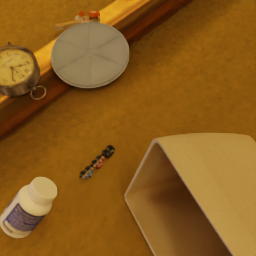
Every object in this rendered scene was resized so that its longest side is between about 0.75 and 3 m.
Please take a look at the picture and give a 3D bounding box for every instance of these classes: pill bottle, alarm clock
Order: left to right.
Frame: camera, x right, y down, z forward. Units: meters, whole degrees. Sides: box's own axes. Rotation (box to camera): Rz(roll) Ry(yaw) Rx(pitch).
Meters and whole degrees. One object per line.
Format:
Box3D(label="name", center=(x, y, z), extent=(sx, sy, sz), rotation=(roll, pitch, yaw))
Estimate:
Box3D(label="alarm clock", center=(-3.458, -1.638, 8.827), extent=(2.360, 0.785, 1.592), rotation=(39, 70, 16))
Box3D(label="pill bottle", center=(-2.218, 1.772, 6.344), extent=(1.345, 0.805, 0.805), rotation=(-49, 64, 20))

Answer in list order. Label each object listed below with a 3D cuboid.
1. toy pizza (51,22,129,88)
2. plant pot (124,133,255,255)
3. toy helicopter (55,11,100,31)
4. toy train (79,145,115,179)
Box3D(label="toy pizza", center=(-1.257, -2.426, 9.369), extent=(2.596, 0.411, 2.596), rotation=(0, 69, 0))
Box3D(label="plant pot", center=(1.841, 1.655, 5.957), extent=(2.444, 2.757, 2.761), rotation=(-18, 61, -27))
Box3D(label="toy helicopter", center=(-1.864, -3.843, 10.176), extent=(1.683, 0.664, 1.113), rotation=(-22, 41, -22))
Box3D(label="toy train", center=(-0.829, 0.953, 7.660), extent=(0.289, 0.216, 1.264), rotation=(46, 68, -1))
